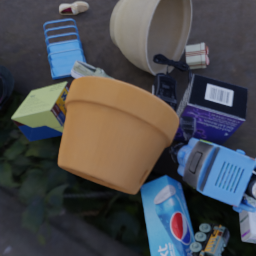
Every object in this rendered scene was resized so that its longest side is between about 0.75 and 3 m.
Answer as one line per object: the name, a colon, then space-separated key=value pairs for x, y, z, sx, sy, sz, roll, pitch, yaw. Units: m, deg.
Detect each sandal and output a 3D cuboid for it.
sandal: x=-3.961 y=-1.034 z=8.318 sx=0.873 sy=0.556 sz=2.324 roll=17 pitch=54 yaw=-22

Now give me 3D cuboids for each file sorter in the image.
file sorter: x=-2.191 y=-2.761 z=9.673 sx=1.220 sy=1.079 sz=1.759 roll=-12 pitch=56 yaw=-9

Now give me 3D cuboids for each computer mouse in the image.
computer mouse: x=1.393 y=-1.243 z=8.929 sx=1.485 sy=0.487 sz=2.115 roll=7 pitch=71 yaw=-23

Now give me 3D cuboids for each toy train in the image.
toy train: x=1.895 y=0.884 z=6.266 sx=1.582 sy=2.770 sz=1.201 roll=24 pitch=91 yaw=-11
toy train: x=1.624 y=2.319 z=5.576 sx=0.563 sy=0.421 sz=0.987 roll=3 pitch=30 yaw=37

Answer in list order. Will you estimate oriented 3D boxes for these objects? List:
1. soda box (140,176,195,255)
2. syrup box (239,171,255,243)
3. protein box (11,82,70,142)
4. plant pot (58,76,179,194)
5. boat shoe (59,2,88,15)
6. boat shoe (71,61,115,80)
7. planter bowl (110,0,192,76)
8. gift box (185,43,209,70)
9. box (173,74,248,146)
soda box: x=0.935 y=2.305 z=6.197 sx=0.783 sy=0.740 sz=2.308 roll=-29 pitch=51 yaw=26
syrup box: x=3.081 y=1.828 z=6.729 sx=0.674 sy=0.697 sz=1.711 roll=6 pitch=57 yaw=5
protein box: x=-2.218 y=-0.452 z=7.791 sx=1.287 sy=0.875 sz=1.297 roll=-10 pitch=38 yaw=21
plant pot: x=-0.404 y=0.335 z=6.715 sx=2.818 sy=2.818 sz=1.972 roll=17 pitch=73 yaw=11
boat shoe: x=-2.235 y=-4.852 z=11.524 sx=1.228 sy=0.453 sz=0.425 roll=-5 pitch=58 yaw=8
boat shoe: x=-1.005 y=-1.635 z=8.940 sx=1.658 sy=0.514 sz=0.597 roll=18 pitch=34 yaw=-7
planter bowl: x=0.596 y=-3.265 z=9.153 sx=1.874 sy=2.784 sz=2.784 roll=23 pitch=58 yaw=28
gift box: x=2.360 y=-2.433 z=9.555 sx=0.729 sy=0.781 sz=0.720 roll=-4 pitch=84 yaw=17
box: x=2.036 y=-0.312 z=7.375 sx=1.414 sy=1.911 sz=0.997 roll=15 pitch=61 yaw=4
